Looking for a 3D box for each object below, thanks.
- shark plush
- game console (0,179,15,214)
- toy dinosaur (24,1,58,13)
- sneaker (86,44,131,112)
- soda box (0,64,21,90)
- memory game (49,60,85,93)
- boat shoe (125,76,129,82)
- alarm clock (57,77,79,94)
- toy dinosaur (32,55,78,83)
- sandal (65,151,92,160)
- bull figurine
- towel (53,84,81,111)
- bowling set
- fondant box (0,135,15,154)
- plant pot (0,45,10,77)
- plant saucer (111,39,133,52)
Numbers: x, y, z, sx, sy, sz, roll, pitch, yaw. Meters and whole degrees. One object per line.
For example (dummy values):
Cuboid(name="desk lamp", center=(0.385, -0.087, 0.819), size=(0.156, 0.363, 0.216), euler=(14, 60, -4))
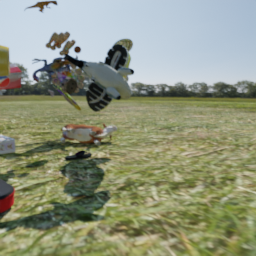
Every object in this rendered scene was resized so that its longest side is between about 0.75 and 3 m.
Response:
Cuboid(name="shark plush", center=(-0.852, -1.362, 7.881), size=(2.130, 0.968, 0.887), euler=(17, -8, -11))
Cuboid(name="game console", center=(-3.882, 1.393, 5.587), size=(2.441, 0.428, 2.760), euler=(-8, 11, -44))
Cuboid(name="toy dinosaur", center=(-2.170, -2.964, 6.776), size=(0.894, 0.270, 0.475), euler=(-27, 12, -23))
Cuboid(name="sneaker", center=(-0.596, -1.748, 10.461), size=(1.036, 2.651, 1.197), euler=(35, 17, 10))
Cuboid(name="soda box", center=(-5.157, -1.859, 10.437), size=(2.144, 0.750, 0.680), euler=(-15, 47, -37))
Cuboid(name="memory game", center=(-3.180, -2.724, 14.730), size=(1.993, 1.993, 0.127), euler=(-6, -13, -38))
Cuboid(name="boat shoe", center=(-0.539, -1.768, 11.250), size=(1.652, 0.610, 0.704), euler=(-14, 40, -35))
Cuboid(name="alarm clock", center=(-2.364, -1.656, 10.950), size=(0.318, 0.645, 0.956), euler=(25, 16, 36))
Cuboid(name="toy dinosaur", center=(-3.501, -2.677, 12.992), size=(1.833, 1.061, 2.020), euler=(-13, 5, 26))
Cuboid(name="sandal", center=(-1.666, 0.914, 9.512), size=(0.978, 0.234, 0.368), euler=(-6, 10, -35))
Cuboid(name="bull figurine", center=(-1.714, 0.264, 11.993), size=(2.476, 0.806, 1.503), euler=(0, 8, -1))
Cuboid(name="towel", center=(-2.823, -1.392, 13.044), size=(1.147, 0.182, 1.597), euler=(39, -8, 19))
Cuboid(name="bowling set", center=(-2.539, -3.179, 11.182), size=(1.113, 0.859, 1.600), euler=(43, 22, -3))
Cuboid(name="fondant box", center=(-5.226, 0.679, 10.144), size=(1.795, 0.523, 1.295), euler=(-9, 12, -44))
Cuboid(name="plant pot", center=(-3.428, -1.642, 6.784), size=(1.017, 1.081, 1.081), euler=(0, 8, -22))
Cuboid(name="plant saucer", center=(-0.282, -3.282, 11.261), size=(0.970, 0.243, 0.970), euler=(-22, -22, -10))
